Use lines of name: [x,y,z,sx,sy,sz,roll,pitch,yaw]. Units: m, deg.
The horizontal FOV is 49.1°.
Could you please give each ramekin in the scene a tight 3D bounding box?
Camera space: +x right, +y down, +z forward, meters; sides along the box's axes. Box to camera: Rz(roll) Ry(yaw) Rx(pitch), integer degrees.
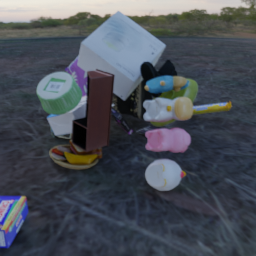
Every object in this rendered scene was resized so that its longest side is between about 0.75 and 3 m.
ramekin: [-1.666,-0.856,6.710,1.026,0.501,1.026,-6,53,8]

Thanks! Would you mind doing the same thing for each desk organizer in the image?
desk organizer: [-0.984,-0.465,7.608,0.749,2.090,0.805,24,28,38]

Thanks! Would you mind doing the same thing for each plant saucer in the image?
plant saucer: [1.334,-0.897,8.940,1.917,0.298,1.917,-36,28,23]

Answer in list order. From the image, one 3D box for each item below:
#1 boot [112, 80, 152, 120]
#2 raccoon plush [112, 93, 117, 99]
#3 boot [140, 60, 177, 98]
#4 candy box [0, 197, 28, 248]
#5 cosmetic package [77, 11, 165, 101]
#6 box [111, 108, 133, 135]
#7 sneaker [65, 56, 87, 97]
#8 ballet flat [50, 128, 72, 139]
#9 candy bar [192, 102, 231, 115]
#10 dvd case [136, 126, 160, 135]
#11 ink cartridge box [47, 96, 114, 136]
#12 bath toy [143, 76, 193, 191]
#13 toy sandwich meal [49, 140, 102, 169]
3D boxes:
boot: [0.150,-1.553,11.202,1.789,2.369,0.855,9,7,44]
raccoon plush: [-1.083,-1.465,11.054,1.411,1.019,2.107,-32,25,-19]
boot: [0.964,-1.658,8.421,0.486,1.314,1.076,16,54,44]
candy box: [-2.799,1.846,5.617,1.217,0.469,1.029,2,22,1]
cosmetic package: [-0.229,-2.398,9.289,2.023,1.248,2.029,37,63,2]
box: [-0.298,-0.269,9.133,0.197,1.090,0.780,-45,55,-5]
sneaker: [-2.061,-1.839,11.506,1.306,2.291,0.830,18,-6,-20]
ballet flat: [-1.881,0.101,9.606,1.563,0.580,0.580,-7,22,10]
candy bar: [2.870,-0.750,11.381,2.596,0.288,0.647,-6,17,28]
dvd case: [0.774,0.112,9.975,0.644,0.069,0.867,-20,19,-30]
ink cartridge box: [-1.468,-0.550,9.053,1.163,0.670,2.008,-9,22,35]
bath toy: [1.056,0.160,6.958,1.197,2.752,1.017,0,-3,42]
toy sandwich meal: [-1.462,0.660,8.012,1.543,0.528,1.543,12,18,-4]
